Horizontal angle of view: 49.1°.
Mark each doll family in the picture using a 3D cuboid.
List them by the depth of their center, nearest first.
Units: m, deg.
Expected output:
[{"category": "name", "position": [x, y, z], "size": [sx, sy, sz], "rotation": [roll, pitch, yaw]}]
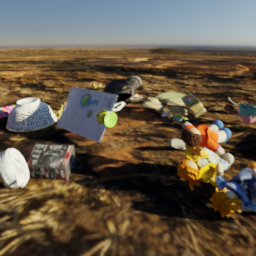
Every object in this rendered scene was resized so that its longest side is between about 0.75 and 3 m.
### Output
[{"category": "doll family", "position": [2.018, 0.996, 5.627], "size": [1.763, 1.280, 2.840], "rotation": [-9, 37, -45]}]

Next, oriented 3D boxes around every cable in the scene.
[{"category": "cable", "position": [-2.359, 0.835, 5.790], "size": [0.281, 0.812, 0.812], "rotation": [-25, 6, 2]}]

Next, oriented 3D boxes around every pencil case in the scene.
[{"category": "pencil case", "position": [-4.889, -0.682, 11.439], "size": [0.423, 0.423, 0.957], "rotation": [15, 24, 38]}]

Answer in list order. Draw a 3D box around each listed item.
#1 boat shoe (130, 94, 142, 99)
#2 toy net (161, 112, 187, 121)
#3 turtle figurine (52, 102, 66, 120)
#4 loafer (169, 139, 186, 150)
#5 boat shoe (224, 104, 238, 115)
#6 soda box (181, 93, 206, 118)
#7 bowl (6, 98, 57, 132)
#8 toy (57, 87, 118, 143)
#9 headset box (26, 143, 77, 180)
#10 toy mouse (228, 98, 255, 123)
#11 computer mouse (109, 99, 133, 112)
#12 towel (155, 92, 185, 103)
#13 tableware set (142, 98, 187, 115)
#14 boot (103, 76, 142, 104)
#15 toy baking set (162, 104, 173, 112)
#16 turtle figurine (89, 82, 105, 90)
[{"category": "boat shoe", "position": [0.381, -1.677, 14.733], "size": [0.771, 0.241, 0.274], "rotation": [-5, 17, -18]}, {"category": "toy net", "position": [1.804, -0.498, 11.176], "size": [0.589, 0.217, 1.123], "rotation": [-15, 24, -37]}, {"category": "turtle figurine", "position": [-2.841, -0.636, 11.341], "size": [0.763, 0.305, 0.946], "rotation": [-4, 53, 6]}, {"category": "loafer", "position": [1.495, 0.474, 7.964], "size": [0.768, 0.268, 0.268], "rotation": [5, 7, -34]}, {"category": "boat shoe", "position": [4.467, -0.769, 11.850], "size": [0.333, 0.333, 0.946], "rotation": [-11, 23, -36]}, {"category": "soda box", "position": [2.506, -0.907, 10.888], "size": [0.457, 0.483, 1.427], "rotation": [-34, 19, 8]}, {"category": "bowl", "position": [-3.575, -0.580, 10.212], "size": [1.806, 0.848, 1.806], "rotation": [-3, 22, 1]}, {"category": "toy", "position": [-1.274, -0.446, 9.212], "size": [0.621, 1.515, 2.631], "rotation": [24, -5, -40]}, {"category": "headset box", "position": [-1.762, 0.784, 6.607], "size": [1.062, 0.410, 0.790], "rotation": [4, 40, 2]}, {"category": "toy mouse", "position": [4.223, -0.445, 9.771], "size": [1.817, 0.396, 2.045], "rotation": [31, 2, 7]}, {"category": "computer mouse", "position": [-0.412, -0.914, 12.225], "size": [1.410, 0.309, 0.773], "rotation": [-24, 8, -42]}, {"category": "towel", "position": [2.212, -1.470, 13.960], "size": [1.317, 0.324, 1.775], "rotation": [13, 21, 30]}, {"category": "tableware set", "position": [1.567, -0.968, 11.907], "size": [1.889, 0.262, 2.261], "rotation": [6, 18, 5]}, {"category": "boot", "position": [-0.550, -1.730, 13.685], "size": [2.424, 0.839, 2.111], "rotation": [-16, 24, 31]}, {"category": "toy baking set", "position": [1.873, -0.908, 12.283], "size": [0.791, 0.120, 1.030], "rotation": [-12, 26, 9]}, {"category": "turtle figurine", "position": [-1.746, -2.453, 16.819], "size": [1.021, 0.408, 1.267], "rotation": [13, 15, 15]}]
